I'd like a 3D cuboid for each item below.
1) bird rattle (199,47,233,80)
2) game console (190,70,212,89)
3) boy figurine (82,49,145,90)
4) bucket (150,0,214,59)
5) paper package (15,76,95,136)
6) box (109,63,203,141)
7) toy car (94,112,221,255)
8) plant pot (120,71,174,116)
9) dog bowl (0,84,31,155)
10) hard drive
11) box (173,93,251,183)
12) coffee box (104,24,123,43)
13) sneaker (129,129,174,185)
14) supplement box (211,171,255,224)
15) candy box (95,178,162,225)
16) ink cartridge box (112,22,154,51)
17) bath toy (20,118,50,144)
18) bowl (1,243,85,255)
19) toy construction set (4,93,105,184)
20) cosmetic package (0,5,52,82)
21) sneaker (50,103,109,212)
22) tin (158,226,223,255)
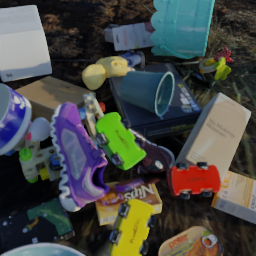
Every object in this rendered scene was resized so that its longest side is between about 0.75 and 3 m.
[{"bbox_3d":[3.255,-2.457,10.486,1.179,0.815,1.446,-8,42,26],"label":"bird rattle"},{"bbox_3d":[2.404,-1.668,9.445,0.756,1.282,0.155,29,92,25],"label":"game console"},{"bbox_3d":[-0.425,-1.839,8.705,1.369,0.709,2.202,24,44,37],"label":"boy figurine"},{"bbox_3d":[2.060,-4.008,10.327,1.927,2.962,2.962,11,46,13],"label":"bucket"},{"bbox_3d":[-2.131,-0.638,8.266,1.852,0.958,1.766,19,33,19],"label":"paper package"},{"bbox_3d":[0.775,-0.934,8.943,2.272,0.735,2.881,-11,45,-9],"label":"box"},{"bbox_3d":[0.224,0.876,5.654,2.774,0.619,2.611,-34,88,-22],"label":"toy car"},{"bbox_3d":[0.489,-1.049,7.771,1.184,1.209,1.209,17,47,24],"label":"plant pot"},{"bbox_3d":[-3.205,-0.198,6.716,1.689,0.665,1.689,-14,57,22],"label":"dog bowl"},{"bbox_3d":[-2.004,2.199,6.105,1.417,0.268,0.990,-20,48,-21],"label":"hard drive"},{"bbox_3d":[2.148,0.305,7.133,1.063,0.870,2.239,32,63,2],"label":"box"},{"bbox_3d":[-0.313,-4.089,12.267,1.337,0.534,0.756,12,46,12],"label":"coffee box"},{"bbox_3d":[0.172,0.689,6.692,1.975,0.747,1.141,21,30,0],"label":"sneaker"},{"bbox_3d":[2.749,1.633,6.524,1.366,0.502,0.861,18,48,17],"label":"supplement box"},{"bbox_3d":[-0.032,1.657,6.494,1.450,0.409,0.846,-8,42,-12],"label":"candy box"},{"bbox_3d":[0.216,-3.703,11.394,1.609,0.937,0.543,-7,17,3],"label":"ink cartridge box"},{"bbox_3d":[-2.742,-0.037,6.797,1.781,0.775,0.658,16,38,17],"label":"bath toy"},{"bbox_3d":[-1.395,3.291,4.269,2.556,1.337,2.556,-1,45,1],"label":"bowl"},{"bbox_3d":[-1.742,0.358,7.349,2.945,1.357,1.931,-29,50,-12],"label":"toy construction set"},{"bbox_3d":[-4.039,-3.174,10.416,1.821,1.832,2.189,-13,47,-14],"label":"cosmetic package"},{"bbox_3d":[-0.992,0.574,6.210,1.060,0.964,2.398,-13,83,20],"label":"sneaker"},{"bbox_3d":[1.243,2.524,5.641,1.446,0.303,0.810,-15,48,-26],"label":"tin"}]
